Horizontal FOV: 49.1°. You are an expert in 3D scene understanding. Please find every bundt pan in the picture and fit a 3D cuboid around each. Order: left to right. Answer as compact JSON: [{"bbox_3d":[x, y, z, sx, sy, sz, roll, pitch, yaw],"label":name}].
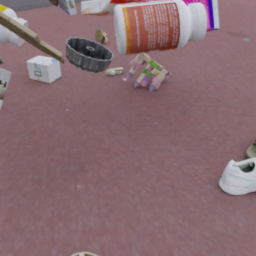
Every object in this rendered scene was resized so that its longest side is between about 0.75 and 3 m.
[{"bbox_3d":[-0.871,-1.548,6.091,1.076,0.404,1.076,16,33,-11],"label":"bundt pan"}]

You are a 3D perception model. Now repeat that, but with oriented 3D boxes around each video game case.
[{"bbox_3d":[-1.953,-4.051,8.497,0.246,0.982,1.083,-24,43,-17],"label":"video game case"}]

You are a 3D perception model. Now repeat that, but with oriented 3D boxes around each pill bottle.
[{"bbox_3d":[-4.443,-3.494,9.145,2.086,1.173,1.173,22,33,-9],"label":"pill bottle"},{"bbox_3d":[0.809,-2.654,7.361,2.255,1.265,1.265,-7,34,-5],"label":"pill bottle"}]

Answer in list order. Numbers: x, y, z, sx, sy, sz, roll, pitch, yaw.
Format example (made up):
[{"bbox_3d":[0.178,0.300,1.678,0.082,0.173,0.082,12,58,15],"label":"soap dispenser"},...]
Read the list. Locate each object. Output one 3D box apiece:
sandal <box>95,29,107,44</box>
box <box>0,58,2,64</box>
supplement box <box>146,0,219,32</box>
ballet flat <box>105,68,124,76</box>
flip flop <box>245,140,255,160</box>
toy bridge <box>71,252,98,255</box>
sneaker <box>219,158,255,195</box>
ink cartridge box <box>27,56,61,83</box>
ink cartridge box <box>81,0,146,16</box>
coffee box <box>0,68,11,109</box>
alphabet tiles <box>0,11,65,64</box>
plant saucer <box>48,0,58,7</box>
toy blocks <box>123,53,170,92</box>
[{"bbox_3d":[-1.538,-5.622,17.524,0.555,0.618,1.686,16,29,-37],"label":"sandal"},{"bbox_3d":[-7.340,-3.227,13.969,1.181,0.297,1.636,18,39,26],"label":"box"},{"bbox_3d":[1.549,-3.646,9.229,2.586,1.337,1.309,-2,17,25],"label":"supplement box"},{"bbox_3d":[-0.603,-2.612,13.064,0.943,0.327,0.327,-20,39,-28],"label":"ballet flat"},{"bbox_3d":[3.979,0.512,8.151,0.725,0.514,1.787,24,41,32],"label":"flip flop"},{"bbox_3d":[-0.879,2.587,5.362,1.136,0.155,0.382,-6,34,-9],"label":"toy bridge"},{"bbox_3d":[3.324,1.181,6.905,2.027,0.812,0.713,-2,32,-5],"label":"sneaker"},{"bbox_3d":[-3.773,-2.642,12.587,1.158,0.846,0.850,15,37,21],"label":"ink cartridge box"},{"bbox_3d":[-0.372,-3.491,8.129,1.563,0.392,1.268,9,21,26],"label":"ink cartridge box"},{"bbox_3d":[-2.612,-0.520,5.086,0.474,1.189,0.680,19,-7,-39],"label":"coffee box"},{"bbox_3d":[-2.227,-1.945,5.437,2.206,0.084,2.651,32,1,-14],"label":"alphabet tiles"},{"bbox_3d":[-2.420,-4.129,8.410,0.186,1.017,1.017,-45,45,-4],"label":"plant saucer"},{"bbox_3d":[0.763,-2.181,11.824,1.538,1.386,1.646,38,16,4],"label":"toy blocks"}]
